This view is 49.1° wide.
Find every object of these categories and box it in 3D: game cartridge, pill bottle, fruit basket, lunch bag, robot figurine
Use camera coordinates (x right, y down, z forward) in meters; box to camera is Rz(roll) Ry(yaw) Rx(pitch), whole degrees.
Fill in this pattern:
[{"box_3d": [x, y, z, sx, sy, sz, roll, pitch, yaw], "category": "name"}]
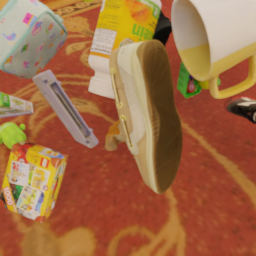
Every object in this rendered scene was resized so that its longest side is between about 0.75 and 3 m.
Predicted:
[{"box_3d": [-0.904, -0.267, 4.006, 0.227, 1.181, 0.766, -37, 21, -14], "category": "game cartridge"}, {"box_3d": [-0.166, -1.853, 6.436, 1.294, 2.330, 1.294, 15, 9, -2], "category": "pill bottle"}, {"box_3d": [1.945, -1.322, 7.725, 0.788, 1.092, 1.092, -22, 46, -31], "category": "fruit basket"}, {"box_3d": [-2.515, -2.263, 7.107, 0.928, 1.932, 2.408, 38, 4, -3], "category": "lunch bag"}, {"box_3d": [-3.507, 0.245, 8.476, 0.919, 0.606, 1.048, -37, 54, -23], "category": "robot figurine"}]

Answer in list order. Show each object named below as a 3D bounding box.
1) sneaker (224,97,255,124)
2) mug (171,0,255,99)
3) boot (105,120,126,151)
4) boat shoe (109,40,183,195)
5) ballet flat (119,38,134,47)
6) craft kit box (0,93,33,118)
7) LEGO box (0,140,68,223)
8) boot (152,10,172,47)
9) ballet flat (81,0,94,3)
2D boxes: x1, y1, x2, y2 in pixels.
[{"box_3d": [2.883, -0.401, 6.540, 1.364, 0.482, 0.666, 13, 33, 34], "category": "sneaker"}, {"box_3d": [2.286, -2.169, 6.475, 1.986, 2.419, 1.937, -22, 59, -5], "category": "mug"}, {"box_3d": [0.061, 0.029, 6.817, 1.383, 0.487, 0.990, -18, 29, 18], "category": "boot"}, {"box_3d": [0.267, -0.102, 4.279, 0.794, 2.393, 0.886, 10, 29, 39], "category": "boat shoe"}, {"box_3d": [0.227, -0.713, 5.079, 0.656, 1.742, 0.591, 15, 28, 36], "category": "ballet flat"}, {"box_3d": [-2.290, -0.334, 4.698, 0.994, 0.241, 0.981, -7, -3, 7], "category": "craft kit box"}, {"box_3d": [-1.618, 0.892, 4.786, 0.845, 1.134, 0.438, 18, 10, 8], "category": "LEGO box"}, {"box_3d": [0.176, -3.163, 8.216, 1.064, 2.787, 2.342, -24, 81, -14], "category": "boot"}, {"box_3d": [-1.696, -4.513, 8.537, 0.660, 1.977, 0.663, -38, 45, 15], "category": "ballet flat"}]
